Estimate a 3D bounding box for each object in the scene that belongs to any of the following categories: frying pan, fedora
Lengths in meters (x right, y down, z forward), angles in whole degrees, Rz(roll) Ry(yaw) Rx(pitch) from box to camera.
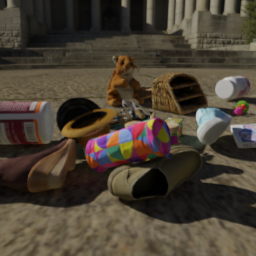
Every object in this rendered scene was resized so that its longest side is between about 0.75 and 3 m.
[{"bbox_3d":[-1.539,0.238,8.427,1.564,2.586,0.421,19,-28,-16],"label":"frying pan"},{"bbox_3d":[-1.023,0.058,8.095,1.786,0.728,1.786,-15,21,6],"label":"fedora"}]

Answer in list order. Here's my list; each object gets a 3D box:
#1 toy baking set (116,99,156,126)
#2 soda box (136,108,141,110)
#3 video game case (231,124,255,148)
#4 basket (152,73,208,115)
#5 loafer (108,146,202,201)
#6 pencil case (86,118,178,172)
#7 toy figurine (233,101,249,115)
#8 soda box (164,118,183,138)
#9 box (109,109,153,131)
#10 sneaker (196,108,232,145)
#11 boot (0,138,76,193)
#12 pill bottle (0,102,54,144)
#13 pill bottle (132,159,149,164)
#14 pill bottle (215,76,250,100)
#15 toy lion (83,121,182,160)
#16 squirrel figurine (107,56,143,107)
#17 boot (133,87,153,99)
[{"bbox_3d":[0.291,-0.443,8.788,1.254,0.190,1.634,24,39,4],"label":"toy baking set"},{"bbox_3d":[0.238,-0.687,13.292,1.073,0.364,0.344,-12,20,-39],"label":"soda box"},{"bbox_3d":[5.219,0.210,9.644,2.964,0.267,2.123,-3,15,15],"label":"video game case"},{"bbox_3d":[2.835,-1.937,14.865,2.702,1.929,2.013,-15,20,-41],"label":"basket"},{"bbox_3d":[0.757,1.073,6.160,2.384,0.906,0.804,-18,23,-23],"label":"loafer"},{"bbox_3d":[0.015,0.434,6.376,2.090,0.924,0.924,-16,5,32],"label":"pencil case"},{"bbox_3d":[5.447,-0.891,13.869,0.757,0.617,0.822,-32,10,-41],"label":"toy figurine"},{"bbox_3d":[1.437,0.134,9.868,0.579,0.613,1.810,7,17,24],"label":"soda box"},{"bbox_3d":[-0.090,-0.275,10.108,1.710,0.393,1.359,-13,-11,33],"label":"box"},{"bbox_3d":[2.727,-0.152,9.739,1.110,1.002,2.710,33,21,23],"label":"sneaker"},{"bbox_3d":[-2.382,0.805,7.023,1.928,0.839,2.318,2,18,2],"label":"boot"},{"bbox_3d":[-3.890,-0.154,9.394,2.508,1.432,1.432,0,16,-1],"label":"pill bottle"},{"bbox_3d":[0.633,0.985,6.949,0.988,0.540,0.540,-7,17,-23],"label":"pill bottle"},{"bbox_3d":[6.737,-2.568,18.035,1.407,1.407,2.482,14,20,42],"label":"pill bottle"},{"bbox_3d":[-0.006,0.498,8.167,2.321,0.831,2.422,-23,18,-40],"label":"toy lion"},{"bbox_3d":[-0.425,-2.901,16.752,2.094,2.762,2.959,-6,17,-20],"label":"squirrel figurine"},{"bbox_3d":[1.094,-2.292,18.739,2.480,0.897,2.063,0,3,6],"label":"boot"}]
